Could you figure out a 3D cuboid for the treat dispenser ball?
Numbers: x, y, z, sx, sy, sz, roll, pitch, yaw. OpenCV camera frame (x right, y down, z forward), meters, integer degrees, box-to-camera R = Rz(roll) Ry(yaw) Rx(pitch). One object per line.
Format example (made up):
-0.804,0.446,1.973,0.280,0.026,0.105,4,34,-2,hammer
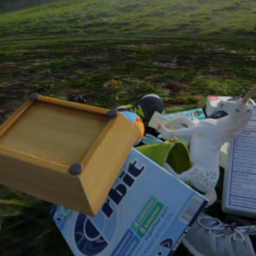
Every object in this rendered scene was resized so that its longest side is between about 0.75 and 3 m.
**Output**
-0.092,0.073,8.951,1.189,1.189,1.189,0,24,0,treat dispenser ball

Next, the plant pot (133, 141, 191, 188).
0.402,1.271,7.185,1.889,1.962,1.962,1,21,32,plant pot

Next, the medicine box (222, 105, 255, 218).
3.589,0.878,6.682,2.351,2.581,1.329,6,-18,16,medicine box

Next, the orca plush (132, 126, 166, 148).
0.798,0.387,9.927,2.342,0.832,1.232,2,31,8,orca plush

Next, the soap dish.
-1.329,0.350,5.376,2.548,1.035,2.005,12,47,21,soap dish

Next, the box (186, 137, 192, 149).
1.851,0.400,10.913,1.462,0.156,1.195,16,29,31,box

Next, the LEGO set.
1.438,0.959,8.136,1.683,1.294,0.975,42,10,39,LEGO set

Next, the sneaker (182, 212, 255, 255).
2.173,2.243,5.526,1.048,1.149,2.804,-18,31,-41,sneaker

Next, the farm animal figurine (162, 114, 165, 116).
1.165,-0.589,12.615,0.913,0.569,1.131,7,33,-7,farm animal figurine

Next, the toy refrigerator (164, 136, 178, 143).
1.336,0.754,9.499,1.147,0.401,0.435,-32,28,-26,toy refrigerator

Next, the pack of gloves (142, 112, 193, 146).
1.115,0.307,7.977,1.327,1.115,0.262,29,19,7,pack of gloves

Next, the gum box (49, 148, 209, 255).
-0.212,1.646,5.723,0.632,2.409,2.835,38,-4,-40,gum box

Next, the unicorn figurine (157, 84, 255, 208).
1.652,0.385,6.399,2.035,2.962,1.094,6,8,16,unicorn figurine

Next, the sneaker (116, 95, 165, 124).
0.166,-0.441,11.033,2.857,1.064,1.209,-19,8,44,sneaker

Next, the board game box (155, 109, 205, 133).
2.057,-0.244,11.135,1.888,0.443,1.425,-10,15,12,board game box

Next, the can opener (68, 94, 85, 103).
-2.854,-1.554,15.099,1.302,0.512,0.413,18,69,41,can opener

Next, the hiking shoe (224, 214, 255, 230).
2.915,2.336,6.218,1.511,0.572,0.760,26,29,28,hiking shoe

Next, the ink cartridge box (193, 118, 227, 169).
2.702,0.493,9.240,1.702,0.573,0.997,31,40,8,ink cartridge box

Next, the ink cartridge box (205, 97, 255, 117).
4.927,-0.821,12.793,2.478,0.836,1.443,2,24,5,ink cartridge box

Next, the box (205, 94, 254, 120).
3.961,-0.513,10.855,1.372,0.806,1.350,-41,3,-7,box
